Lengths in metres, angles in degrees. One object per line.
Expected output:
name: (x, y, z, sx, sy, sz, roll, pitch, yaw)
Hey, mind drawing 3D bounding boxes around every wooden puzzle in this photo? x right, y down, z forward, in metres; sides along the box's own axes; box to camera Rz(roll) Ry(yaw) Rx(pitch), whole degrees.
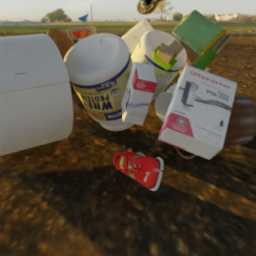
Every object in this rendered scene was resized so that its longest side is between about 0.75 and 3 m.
wooden puzzle: (-1.419, -2.700, 8.834, 1.034, 1.532, 0.179, -6, 22, 21)

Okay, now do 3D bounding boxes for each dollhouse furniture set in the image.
dollhouse furniture set: (1.879, -2.445, 7.611, 1.409, 1.079, 2.150, 40, 76, 4)

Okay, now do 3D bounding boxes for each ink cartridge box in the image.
ink cartridge box: (0.238, -0.813, 6.675, 0.524, 1.224, 0.904, 11, 36, -13)
ink cartridge box: (1.433, -0.345, 5.717, 1.160, 0.675, 1.593, 21, 63, 2)

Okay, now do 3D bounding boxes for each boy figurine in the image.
boy figurine: (2.653, -1.991, 10.934, 1.303, 2.096, 0.675, -44, 5, -9)

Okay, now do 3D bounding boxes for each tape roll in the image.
tape roll: (-2.826, -0.839, 7.059, 1.944, 2.831, 2.831, -15, 27, -28)

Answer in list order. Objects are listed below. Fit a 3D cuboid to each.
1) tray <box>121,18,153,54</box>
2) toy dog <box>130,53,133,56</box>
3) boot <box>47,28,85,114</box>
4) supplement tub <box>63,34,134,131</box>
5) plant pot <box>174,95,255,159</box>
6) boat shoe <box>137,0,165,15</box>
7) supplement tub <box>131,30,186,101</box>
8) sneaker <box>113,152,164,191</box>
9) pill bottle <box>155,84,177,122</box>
tray: (0.305, -3.354, 10.372, 1.338, 0.718, 0.148, -31, 7, 30)
toy dog: (-0.102, -2.338, 11.673, 2.101, 1.385, 1.012, -22, -3, 38)
boot: (-2.253, -1.754, 9.537, 1.000, 2.846, 2.081, -29, 19, -26)
supplement tub: (-0.573, -1.215, 8.143, 1.808, 2.503, 1.808, -9, 53, 12)
plant pot: (2.188, -0.156, 7.153, 1.724, 1.742, 1.742, -4, 23, -16)
boat shoe: (0.726, -4.412, 9.434, 0.684, 0.793, 2.183, -11, 6, -25)
supplement tub: (0.752, -1.956, 9.522, 1.618, 2.232, 1.618, 15, 52, -19)
sneaker: (0.135, 0.824, 5.708, 0.734, 0.666, 1.729, 14, -4, -21)
pill bottle: (1.976, -0.854, 9.190, 2.340, 1.313, 1.313, -17, 28, -41)
